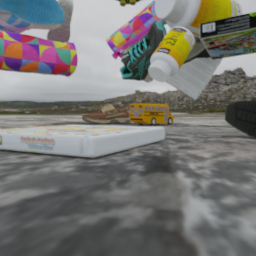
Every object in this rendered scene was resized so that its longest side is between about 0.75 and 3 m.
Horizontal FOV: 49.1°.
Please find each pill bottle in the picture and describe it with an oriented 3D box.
[{"bbox_3d":[1.884,-3.116,7.537,2.266,1.238,1.238,3,2,-31],"label":"pill bottle"},{"bbox_3d":[0.877,-1.505,5.807,0.628,1.149,0.628,27,-23,12],"label":"pill bottle"}]

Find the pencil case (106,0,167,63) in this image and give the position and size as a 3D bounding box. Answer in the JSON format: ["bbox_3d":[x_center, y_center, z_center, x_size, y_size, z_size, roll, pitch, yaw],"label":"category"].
[{"bbox_3d":[0.299,-3.244,9.493,2.239,0.990,0.990,-38,-7,15],"label":"pencil case"}]

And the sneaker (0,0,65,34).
[{"bbox_3d":[-3.097,-3.295,8.044,2.807,1.074,1.134,12,-11,9],"label":"sneaker"}]

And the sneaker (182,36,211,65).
[{"bbox_3d":[2.747,-2.964,10.999,2.512,0.939,1.334,-33,-30,0],"label":"sneaker"}]

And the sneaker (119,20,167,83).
[{"bbox_3d":[0.413,-2.173,8.575,1.190,1.012,2.609,-8,-24,-16],"label":"sneaker"}]

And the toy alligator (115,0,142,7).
[{"bbox_3d":[0.199,-3.934,8.560,1.230,0.408,0.295,2,-16,18],"label":"toy alligator"}]

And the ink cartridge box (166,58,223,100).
[{"bbox_3d":[2.840,-3.098,12.488,2.416,2.973,0.848,34,18,7],"label":"ink cartridge box"}]

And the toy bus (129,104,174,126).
[{"bbox_3d":[1.059,-0.561,11.879,0.747,0.898,2.294,3,5,41],"label":"toy bus"}]

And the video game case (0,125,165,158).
[{"bbox_3d":[-0.904,0.145,5.159,2.422,0.305,2.661,2,4,27],"label":"video game case"}]

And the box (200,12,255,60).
[{"bbox_3d":[2.906,-2.127,6.318,2.267,0.394,1.248,-3,-12,30],"label":"box"}]

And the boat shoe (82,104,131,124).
[{"bbox_3d":[-1.025,-0.681,13.534,2.615,0.939,0.990,-2,4,-35],"label":"boat shoe"}]

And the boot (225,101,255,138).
[{"bbox_3d":[3.339,-0.093,6.559,2.065,0.800,1.428,15,4,19],"label":"boot"}]

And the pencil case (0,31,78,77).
[{"bbox_3d":[-2.809,-2.144,8.187,2.681,1.185,1.185,-1,3,-37],"label":"pencil case"}]

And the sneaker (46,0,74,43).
[{"bbox_3d":[-2.154,-3.403,9.080,0.715,0.753,1.871,14,-46,-22],"label":"sneaker"}]
